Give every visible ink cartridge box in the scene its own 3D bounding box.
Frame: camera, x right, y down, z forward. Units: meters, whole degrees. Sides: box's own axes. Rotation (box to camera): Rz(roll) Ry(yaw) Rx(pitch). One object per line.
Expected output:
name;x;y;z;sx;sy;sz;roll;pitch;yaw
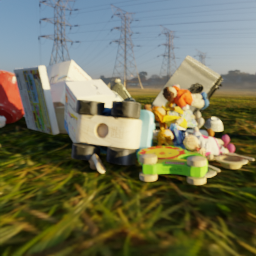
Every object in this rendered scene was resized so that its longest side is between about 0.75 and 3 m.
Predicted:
ink cartridge box;-1.220;-0.495;8.544;1.172;1.621;1.193;-9;35;-27
ink cartridge box;-3.167;-1.818;13.917;1.685;2.329;1.715;-3;-27;29

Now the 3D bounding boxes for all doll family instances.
doll family;1.427;0.021;7.279;1.607;1.166;2.588;7;46;-25

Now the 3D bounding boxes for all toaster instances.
toaster;2.267;-1.202;10.738;1.622;2.472;2.734;37;14;9

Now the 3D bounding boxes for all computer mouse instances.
computer mouse;1.710;-0.355;8.867;0.467;2.129;1.167;37;52;24

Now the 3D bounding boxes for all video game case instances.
video game case;-3.541;-1.060;10.711;0.285;2.487;2.264;-22;21;-40

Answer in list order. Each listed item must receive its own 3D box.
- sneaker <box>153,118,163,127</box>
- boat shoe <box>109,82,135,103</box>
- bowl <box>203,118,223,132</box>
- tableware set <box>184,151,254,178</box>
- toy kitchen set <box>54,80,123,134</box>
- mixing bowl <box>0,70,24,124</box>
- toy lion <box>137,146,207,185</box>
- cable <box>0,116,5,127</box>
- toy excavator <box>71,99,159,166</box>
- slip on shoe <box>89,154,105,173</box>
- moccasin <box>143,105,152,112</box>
sneaker;1.357;-0.434;12.352;1.472;0.671;0.571;-5;30;-23
boat shoe;0.081;-0.644;9.827;0.839;0.755;2.373;20;-21;39
bowl;3.467;-0.192;11.288;0.778;0.365;0.778;6;26;-3
tableware set;1.675;0.726;6.424;2.060;0.239;1.721;-5;10;-27
toy kitchen set;-1.365;-0.919;11.319;2.226;2.013;2.467;2;9;16
mixing bowl;-5.821;-1.166;12.970;2.795;1.514;2.795;3;-31;2
toy lion;0.871;0.654;5.733;1.451;0.498;1.391;1;12;18
cable;-5.984;-0.237;11.903;1.458;0.505;1.458;3;9;30
toy excavator;0.296;0.122;7.332;2.761;1.418;2.840;5;2;20
slip on shoe;-0.693;0.804;5.994;0.239;0.300;0.790;-41;24;-2
moccasin;1.925;-1.055;14.829;2.746;1.060;1.004;-9;13;-28
